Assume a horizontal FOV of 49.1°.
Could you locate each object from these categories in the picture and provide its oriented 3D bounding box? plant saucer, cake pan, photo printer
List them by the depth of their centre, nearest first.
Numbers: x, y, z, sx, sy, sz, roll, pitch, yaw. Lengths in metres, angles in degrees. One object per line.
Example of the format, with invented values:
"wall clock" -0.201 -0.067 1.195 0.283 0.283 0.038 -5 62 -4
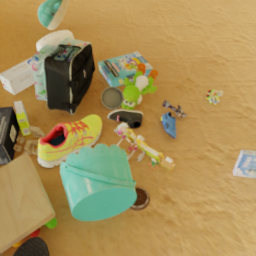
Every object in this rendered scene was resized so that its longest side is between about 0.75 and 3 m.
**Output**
"plant saucer" 0.266 2.067 8.278 0.777 0.125 0.777 0 45 -1
"cake pan" -0.634 -1.174 11.020 0.889 0.889 0.163 -13 5 -12
"photo printer" -2.987 -3.095 11.964 1.658 1.992 0.692 -35 56 -28

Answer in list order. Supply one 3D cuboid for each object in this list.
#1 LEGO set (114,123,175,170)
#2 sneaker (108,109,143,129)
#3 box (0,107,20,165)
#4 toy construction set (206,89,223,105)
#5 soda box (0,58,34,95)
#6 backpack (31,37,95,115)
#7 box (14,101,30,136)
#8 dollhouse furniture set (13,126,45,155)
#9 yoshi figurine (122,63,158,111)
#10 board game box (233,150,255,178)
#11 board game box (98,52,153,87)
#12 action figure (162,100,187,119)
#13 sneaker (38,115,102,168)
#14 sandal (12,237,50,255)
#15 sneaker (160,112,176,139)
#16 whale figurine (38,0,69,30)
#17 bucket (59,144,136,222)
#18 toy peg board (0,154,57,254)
"LEGO set" 0.373 0.816 9.030 2.218 1.020 0.826 40 76 -3
"sneaker" -0.084 -0.303 10.309 1.327 0.469 0.658 1 41 -5
"box" -4.731 0.299 9.377 1.711 0.978 1.879 -6 46 -4
"toy construction set" 3.502 -1.300 11.319 0.594 0.417 0.905 1 32 35
"soda box" -4.298 -2.391 12.118 0.725 0.775 2.276 30 53 26
"backpack" -2.352 -2.143 10.788 2.042 2.408 2.712 17 44 9
"box" -3.843 -0.396 10.146 0.301 0.770 1.263 -17 43 -15
"dollhouse furniture set" -3.283 0.492 9.640 0.850 0.602 0.926 9 68 9
"yoshi figurine" 0.400 -1.607 10.778 1.155 1.151 2.056 1 54 44
"board game box" 3.858 1.127 8.542 1.028 1.033 0.224 6 43 6
"board game box" -0.123 -2.654 12.588 2.004 0.470 1.513 -19 49 -17
"action figure" 1.785 -0.697 10.602 1.042 0.361 0.678 29 19 1
"sneaker" -1.869 0.221 9.312 1.016 1.174 2.599 33 54 26
"sandal" -2.124 3.870 6.274 1.002 0.601 2.669 -15 58 -2
"sneaker" 1.529 -0.125 10.049 0.474 0.398 1.209 -40 38 22
"whale figurine" -3.800 -6.300 14.446 1.226 2.363 1.880 26 4 -26
"bucket" -0.773 1.520 7.606 2.040 2.040 1.327 -13 52 -12
"toy peg board" -3.161 2.280 7.626 2.218 1.090 2.228 -33 52 -9
